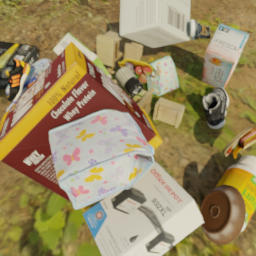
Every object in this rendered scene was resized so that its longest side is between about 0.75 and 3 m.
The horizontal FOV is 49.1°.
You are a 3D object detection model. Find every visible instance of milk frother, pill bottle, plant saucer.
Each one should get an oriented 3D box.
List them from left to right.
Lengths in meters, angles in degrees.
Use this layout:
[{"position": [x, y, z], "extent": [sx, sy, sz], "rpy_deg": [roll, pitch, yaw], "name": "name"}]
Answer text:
[{"position": [-0.057, -1.238, 8.475], "extent": [0.857, 0.774, 0.806], "rpy_deg": [-39, 65, 5], "name": "milk frother"}, {"position": [2.090, 1.964, 6.502], "extent": [0.252, 1.377, 1.377], "rpy_deg": [23, 48, -22], "name": "plant saucer"}, {"position": [2.987, 1.691, 7.545], "extent": [1.096, 1.096, 1.973], "rpy_deg": [32, 59, 23], "name": "pill bottle"}]

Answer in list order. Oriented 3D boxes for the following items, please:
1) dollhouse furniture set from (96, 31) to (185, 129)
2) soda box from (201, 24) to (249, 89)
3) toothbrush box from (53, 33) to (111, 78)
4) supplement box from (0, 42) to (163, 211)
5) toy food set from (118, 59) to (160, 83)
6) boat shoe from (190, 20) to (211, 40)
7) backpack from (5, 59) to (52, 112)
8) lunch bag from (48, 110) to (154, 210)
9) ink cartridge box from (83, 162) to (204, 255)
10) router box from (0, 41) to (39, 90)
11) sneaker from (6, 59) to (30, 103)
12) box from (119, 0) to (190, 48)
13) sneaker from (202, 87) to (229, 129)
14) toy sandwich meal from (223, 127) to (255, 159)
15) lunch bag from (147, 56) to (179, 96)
[{"position": [0.242, -1.223, 8.711], "extent": [2.954, 2.612, 1.642], "rpy_deg": [22, 46, 18], "name": "dollhouse furniture set"}, {"position": [3.163, -2.242, 9.452], "extent": [0.940, 2.956, 1.011], "rpy_deg": [27, 89, 14], "name": "soda box"}, {"position": [-1.280, -1.846, 8.175], "extent": [1.167, 1.603, 0.690], "rpy_deg": [42, 88, 15], "name": "toothbrush box"}, {"position": [-1.221, -0.001, 6.900], "extent": [2.720, 2.758, 1.831], "rpy_deg": [-43, 30, 12], "name": "supplement box"}, {"position": [0.306, -1.708, 8.706], "extent": [1.381, 0.812, 0.451], "rpy_deg": [13, 77, 7], "name": "toy food set"}, {"position": [2.181, -2.960, 8.438], "extent": [0.604, 0.471, 1.330], "rpy_deg": [0, 7, 15], "name": "boat shoe"}, {"position": [-2.677, -0.924, 8.723], "extent": [2.369, 1.916, 2.487], "rpy_deg": [-50, 24, -6], "name": "backpack"}, {"position": [-0.479, 0.498, 5.313], "extent": [1.707, 1.085, 1.448], "rpy_deg": [-24, 43, -7], "name": "lunch bag"}, {"position": [0.313, 2.072, 6.468], "extent": [2.217, 0.928, 1.609], "rpy_deg": [-35, 37, -8], "name": "ink cartridge box"}, {"position": [-4.826, -2.511, 11.174], "extent": [1.751, 0.582, 2.227], "rpy_deg": [10, 53, 7], "name": "router box"}, {"position": [-2.864, -1.187, 6.967], "extent": [0.377, 0.485, 1.077], "rpy_deg": [9, 76, 46], "name": "sneaker"}, {"position": [0.820, -3.469, 8.335], "extent": [1.456, 1.699, 1.691], "rpy_deg": [1, 0, 41], "name": "box"}, {"position": [2.964, -0.929, 9.456], "extent": [0.680, 1.026, 1.802], "rpy_deg": [-3, 51, 28], "name": "sneaker"}, {"position": [3.052, 0.411, 7.431], "extent": [1.157, 1.157, 0.396], "rpy_deg": [-30, 64, -21], "name": "toy sandwich meal"}, {"position": [1.211, -1.898, 10.144], "extent": [1.028, 1.207, 0.736], "rpy_deg": [-28, 28, -29], "name": "lunch bag"}]
